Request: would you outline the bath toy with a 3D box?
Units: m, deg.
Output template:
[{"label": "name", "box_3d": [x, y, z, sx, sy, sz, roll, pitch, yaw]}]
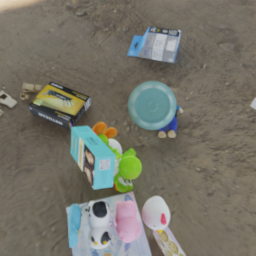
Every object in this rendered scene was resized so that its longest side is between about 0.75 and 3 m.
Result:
[{"label": "bath toy", "box_3d": [-0.169, 2.691, 7.911, 2.985, 1.103, 1.298, -3, 95, -13]}]

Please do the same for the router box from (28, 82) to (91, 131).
[{"label": "router box", "box_3d": [-2.779, -0.941, 11.488, 1.999, 0.522, 1.571, 22, 57, 15]}]

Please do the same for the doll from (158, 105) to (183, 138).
[{"label": "doll", "box_3d": [1.531, -0.500, 11.179, 1.301, 0.462, 1.907, -3, 52, 18]}]

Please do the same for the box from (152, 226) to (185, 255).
[{"label": "box", "box_3d": [1.491, 3.905, 8.017, 0.482, 0.450, 2.326, -23, 57, -16]}]

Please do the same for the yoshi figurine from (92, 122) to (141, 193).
[{"label": "yoshi figurine", "box_3d": [-0.302, 0.921, 9.665, 1.430, 1.425, 2.545, -16, 58, -19]}]

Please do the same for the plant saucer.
[{"label": "plant saucer", "box_3d": [0.898, -0.813, 10.377, 1.828, 0.329, 1.828, 0, 96, 2]}]

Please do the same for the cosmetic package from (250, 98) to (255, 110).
[{"label": "cosmetic package", "box_3d": [5.810, -0.840, 11.452, 0.673, 0.490, 1.324, -39, 64, -25]}]

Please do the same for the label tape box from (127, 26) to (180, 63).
[{"label": "label tape box", "box_3d": [1.263, -4.146, 13.694, 2.327, 0.737, 1.678, 11, 55, 8]}]

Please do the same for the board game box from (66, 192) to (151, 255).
[{"label": "board game box", "box_3d": [-0.620, 3.245, 8.479, 2.183, 0.476, 2.194, -12, 55, -8]}]

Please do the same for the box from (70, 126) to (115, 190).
[{"label": "box", "box_3d": [-1.202, 0.850, 8.923, 0.619, 1.036, 2.518, -4, 21, -26]}]

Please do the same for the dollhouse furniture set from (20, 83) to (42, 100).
[{"label": "dollhouse furniture set", "box_3d": [-4.115, -1.481, 12.061, 0.813, 0.452, 0.719, 11, 79, 7]}]

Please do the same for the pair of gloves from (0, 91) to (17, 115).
[{"label": "pair of gloves", "box_3d": [-5.423, -0.980, 11.725, 1.004, 0.207, 1.181, 34, 62, 22]}]
